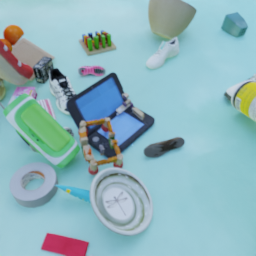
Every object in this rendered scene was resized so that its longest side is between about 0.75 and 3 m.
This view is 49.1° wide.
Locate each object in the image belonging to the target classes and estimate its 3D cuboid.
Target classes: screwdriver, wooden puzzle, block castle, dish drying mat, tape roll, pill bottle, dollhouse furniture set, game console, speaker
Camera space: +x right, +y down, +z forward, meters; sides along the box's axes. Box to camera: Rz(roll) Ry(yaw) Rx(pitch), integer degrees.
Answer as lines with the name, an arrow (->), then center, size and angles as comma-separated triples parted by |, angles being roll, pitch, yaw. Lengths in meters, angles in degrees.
screwdriver -> -3.860, -0.433, 9.153 | 0.353, 0.368, 2.531 | -38, 87, 15
wooden puzzle -> -4.347, -2.935, 12.038 | 1.679, 0.338, 1.814 | 33, 55, 0
block castle -> -0.868, 0.558, 8.589 | 1.112, 0.781, 1.664 | -11, 60, -16
dish drying mat -> -1.559, 2.920, 6.925 | 1.125, 0.102, 0.432 | 10, 48, 8
tape roll -> -2.659, 1.605, 7.962 | 1.273, 0.421, 1.273 | 1, 46, -1
pill bottle -> 4.472, -0.706, 9.189 | 1.142, 1.142, 1.998 | -17, 36, -16
dollhouse furniture set -> 0.019, -0.563, 9.604 | 0.674, 0.753, 0.950 | -39, 60, -13
game console -> -0.503, -0.478, 9.304 | 1.997, 1.384, 2.339 | 32, 55, 28
speaker -> -2.508, 0.102, 8.251 | 2.299, 1.017, 1.017 | 47, 52, -11

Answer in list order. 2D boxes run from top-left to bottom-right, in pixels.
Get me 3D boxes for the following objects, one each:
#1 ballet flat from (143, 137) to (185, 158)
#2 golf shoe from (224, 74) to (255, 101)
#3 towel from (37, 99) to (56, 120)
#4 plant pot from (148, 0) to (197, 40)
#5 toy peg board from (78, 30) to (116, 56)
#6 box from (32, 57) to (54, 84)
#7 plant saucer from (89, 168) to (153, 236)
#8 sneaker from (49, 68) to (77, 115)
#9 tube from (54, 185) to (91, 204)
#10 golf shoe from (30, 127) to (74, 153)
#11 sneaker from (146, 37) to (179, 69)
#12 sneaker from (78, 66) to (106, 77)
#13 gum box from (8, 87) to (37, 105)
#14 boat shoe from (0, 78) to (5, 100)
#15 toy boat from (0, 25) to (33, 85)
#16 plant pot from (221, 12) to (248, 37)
ballet flat -> 1.130, 0.590, 8.979 | 1.430, 0.482, 0.331 | -18, 20, -14
golf shoe -> 4.678, -1.652, 10.745 | 2.191, 0.965, 0.846 | -18, 50, -15
towel -> -3.276, -0.463, 9.875 | 1.288, 0.193, 0.942 | -16, 76, -18
plant pot -> 1.910, -5.198, 13.490 | 2.336, 1.568, 2.336 | 18, 13, -4
toy peg board -> -1.499, -4.247, 13.389 | 1.462, 0.715, 1.456 | -17, 49, -16
box -> -3.482, -2.388, 11.584 | 0.387, 0.735, 0.898 | 14, 48, 12
plant saucer -> -0.223, 1.946, 7.320 | 1.847, 0.463, 1.847 | 21, 43, -21
sneaker -> -2.434, -1.385, 10.452 | 0.857, 0.993, 2.266 | -26, 53, -25
tube -> -1.321, 1.760, 7.557 | 1.372, 0.531, 0.346 | 21, 68, -7
golf shoe -> -2.514, 0.370, 9.209 | 1.434, 0.561, 0.697 | -20, 23, -17
sneaker -> 1.506, -3.377, 12.418 | 1.940, 0.858, 0.730 | -40, 58, -23
sneaker -> -1.539, -2.478, 11.940 | 1.171, 0.462, 0.558 | 3, 23, -5
gum box -> -3.928, -1.028, 10.486 | 0.722, 0.421, 1.273 | 1, 47, 1
boat shoe -> -5.385, -1.933, 11.127 | 0.878, 0.758, 2.408 | -8, 47, -8
toy boat -> -4.473, -2.922, 10.125 | 1.866, 2.859, 1.869 | 25, 71, 31
plant pot -> 5.499, -5.199, 14.304 | 0.786, 0.786, 1.112 | -20, 57, -18
